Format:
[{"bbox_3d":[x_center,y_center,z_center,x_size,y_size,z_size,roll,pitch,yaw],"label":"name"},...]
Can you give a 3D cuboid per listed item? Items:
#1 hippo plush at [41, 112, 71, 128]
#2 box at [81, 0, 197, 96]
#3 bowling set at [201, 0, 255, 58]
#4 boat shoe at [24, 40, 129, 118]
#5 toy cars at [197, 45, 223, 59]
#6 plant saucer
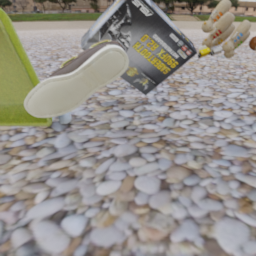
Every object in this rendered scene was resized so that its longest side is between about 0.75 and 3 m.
[{"bbox_3d":[-2.807,-0.503,10.672,1.126,1.115,1.400,19,24,-43],"label":"hippo plush"},{"bbox_3d":[0.359,-2.581,8.769,2.908,2.303,0.703,32,34,-34],"label":"box"},{"bbox_3d":[3.421,-2.892,9.333,1.764,1.360,2.534,46,16,21],"label":"bowling set"},{"bbox_3d":[-0.967,-0.899,5.140,2.097,0.753,0.624,-30,35,12],"label":"boat shoe"},{"bbox_3d":[2.819,-2.682,9.665,1.502,0.333,0.673,-19,2,-40],"label":"toy cars"},{"bbox_3d":[-3.297,-1.385,6.788,2.876,2.872,0.689,0,36,28],"label":"plant saucer"}]
